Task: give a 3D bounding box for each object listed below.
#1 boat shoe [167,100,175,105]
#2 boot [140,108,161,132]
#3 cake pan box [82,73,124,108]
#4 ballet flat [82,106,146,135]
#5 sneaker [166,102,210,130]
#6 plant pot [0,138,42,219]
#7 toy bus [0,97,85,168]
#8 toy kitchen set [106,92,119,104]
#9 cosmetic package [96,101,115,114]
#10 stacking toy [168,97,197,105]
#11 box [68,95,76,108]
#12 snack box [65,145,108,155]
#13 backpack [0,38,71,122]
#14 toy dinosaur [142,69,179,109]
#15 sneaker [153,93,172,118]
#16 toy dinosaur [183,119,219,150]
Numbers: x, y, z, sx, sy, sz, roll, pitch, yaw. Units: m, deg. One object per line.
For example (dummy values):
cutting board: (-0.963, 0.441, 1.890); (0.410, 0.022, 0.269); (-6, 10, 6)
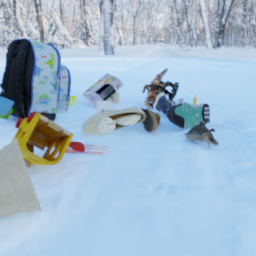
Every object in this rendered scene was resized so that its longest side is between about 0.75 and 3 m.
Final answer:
boat shoe: (1.929, -1.106, 13.207); (0.828, 0.276, 0.304); (5, 50, -29)
boot: (0.908, -0.325, 10.210); (0.766, 0.748, 2.031); (6, 14, -9)
cake pan box: (-1.268, -1.846, 13.701); (1.743, 0.495, 1.893); (-42, 30, -4)
ballet flat: (-0.428, -0.238, 9.459); (2.274, 0.767, 0.709); (-20, 30, -23)
sneaker: (2.019, -0.464, 10.515); (1.140, 0.969, 2.605); (3, 4, 43)
plant pot: (-2.418, 1.066, 4.966); (1.322, 1.444, 1.444); (-19, 24, -21)
toy bus: (-2.346, 0.408, 6.954); (2.082, 1.140, 2.207); (16, -23, 15)
toy kitchen set: (-0.689, -1.649, 14.440); (0.921, 0.543, 0.738); (14, 26, 38)
cosmetic package: (-0.845, -0.475, 10.417); (0.580, 0.807, 1.430); (-1, 20, -12)
stacking toy: (2.435, -1.192, 13.277); (1.400, 0.436, 1.857); (7, 20, 21)
box: (-3.207, -1.266, 13.422); (1.065, 0.416, 1.747); (3, 16, 4)
snack box: (-1.192, 0.614, 8.093); (1.179, 0.143, 0.424); (2, 18, 8)
backpack: (-3.662, -1.886, 11.083); (2.733, 2.987, 2.195); (16, 14, 40)
toy dinosaur: (1.552, -1.907, 13.331); (1.583, 2.333, 1.192); (19, -5, 4)
sneaker: (1.551, -0.777, 11.901); (0.523, 0.994, 1.375); (-31, -18, -8)
toy dinosaur: (2.159, 0.148, 8.731); (0.800, 0.602, 1.564); (-37, 26, -28)
